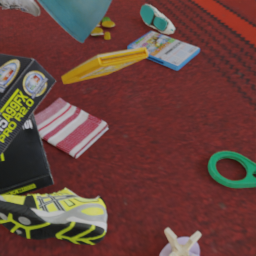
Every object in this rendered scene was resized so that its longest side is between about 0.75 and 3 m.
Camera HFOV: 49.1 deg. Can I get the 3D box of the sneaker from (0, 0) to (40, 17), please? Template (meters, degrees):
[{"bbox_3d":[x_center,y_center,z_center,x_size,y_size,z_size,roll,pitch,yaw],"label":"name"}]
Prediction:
[{"bbox_3d":[-3.514,-3.772,8.430,1.722,0.644,0.706,24,78,-13],"label":"sneaker"}]

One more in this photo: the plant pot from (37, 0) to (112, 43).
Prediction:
[{"bbox_3d":[-1.539,-4.320,9.022,2.104,2.239,2.239,-41,49,12],"label":"plant pot"}]

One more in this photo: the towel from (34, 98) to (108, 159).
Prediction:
[{"bbox_3d":[-1.962,-0.073,8.897,2.232,0.254,1.608,27,52,24],"label":"towel"}]

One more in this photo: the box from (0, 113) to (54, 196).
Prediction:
[{"bbox_3d":[-3.718,0.731,7.688,2.702,0.665,2.798,-18,54,-14],"label":"box"}]

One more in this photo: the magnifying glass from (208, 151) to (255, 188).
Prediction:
[{"bbox_3d":[3.553,1.338,7.517,2.765,0.310,1.100,14,47,16],"label":"magnifying glass"}]

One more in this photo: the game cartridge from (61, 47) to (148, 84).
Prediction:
[{"bbox_3d":[-0.517,-1.260,5.823,1.302,0.240,1.477,-23,6,-39],"label":"game cartridge"}]

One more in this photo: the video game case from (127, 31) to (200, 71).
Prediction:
[{"bbox_3d":[1.526,-3.419,12.194,2.578,0.230,1.845,30,53,26],"label":"video game case"}]

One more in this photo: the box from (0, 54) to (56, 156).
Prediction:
[{"bbox_3d":[-2.819,-0.419,5.271,2.650,0.587,2.123,20,71,42],"label":"box"}]

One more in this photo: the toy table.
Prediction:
[{"bbox_3d":[1.112,2.663,5.940,0.999,0.637,1.087,31,52,27],"label":"toy table"}]

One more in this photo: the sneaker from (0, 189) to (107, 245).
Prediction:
[{"bbox_3d":[-1.793,1.954,6.517,2.664,1.004,1.018,13,39,-2],"label":"sneaker"}]

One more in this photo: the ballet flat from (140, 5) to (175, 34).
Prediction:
[{"bbox_3d":[1.450,-5.231,13.733,0.875,0.875,2.440,-20,51,-18],"label":"ballet flat"}]

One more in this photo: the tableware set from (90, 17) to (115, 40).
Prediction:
[{"bbox_3d":[-1.286,-4.841,13.580,1.350,0.308,2.004,-8,45,-12],"label":"tableware set"}]
